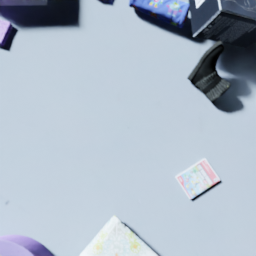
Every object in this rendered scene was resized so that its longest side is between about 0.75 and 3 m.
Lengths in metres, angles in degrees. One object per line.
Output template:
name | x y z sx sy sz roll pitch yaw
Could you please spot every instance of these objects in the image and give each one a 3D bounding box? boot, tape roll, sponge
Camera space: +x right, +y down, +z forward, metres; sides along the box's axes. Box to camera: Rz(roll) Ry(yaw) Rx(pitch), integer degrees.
boot | 2.640 -1.652 8.407 1.187 1.588 0.598 46 44 15
tape roll | -3.150 4.152 6.810 2.843 1.208 2.843 0 74 1
sponge | -4.783 -3.325 9.406 1.555 0.232 0.867 16 75 5

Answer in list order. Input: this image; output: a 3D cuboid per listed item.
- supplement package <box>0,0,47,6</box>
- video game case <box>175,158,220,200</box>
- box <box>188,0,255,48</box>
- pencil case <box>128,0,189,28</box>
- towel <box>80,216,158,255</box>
supplement package | -3.911 -5.184 9.419 2.145 1.189 1.670 -2 75 -2
video game case | 2.017 1.473 8.136 1.061 0.093 0.759 -31 77 -8
box | 3.133 -3.905 8.630 2.184 1.377 2.222 3 73 -21
pencil case | 1.046 -4.102 9.308 2.098 0.819 0.911 26 89 6
towel | -0.143 3.919 7.216 2.477 0.596 2.120 40 75 10
